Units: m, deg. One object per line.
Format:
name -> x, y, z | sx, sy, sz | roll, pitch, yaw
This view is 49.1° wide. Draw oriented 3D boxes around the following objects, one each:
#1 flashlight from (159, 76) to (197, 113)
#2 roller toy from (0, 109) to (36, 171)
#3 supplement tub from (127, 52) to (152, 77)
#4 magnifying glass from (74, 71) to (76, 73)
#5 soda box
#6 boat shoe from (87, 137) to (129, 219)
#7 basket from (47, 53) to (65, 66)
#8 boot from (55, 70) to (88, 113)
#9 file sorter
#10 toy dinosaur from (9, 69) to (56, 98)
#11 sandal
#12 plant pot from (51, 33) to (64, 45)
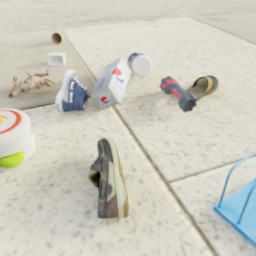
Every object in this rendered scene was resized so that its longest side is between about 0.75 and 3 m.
flashlight -> 2.151, -1.481, 12.401 | 0.823, 0.820, 2.422 | -20, 38, -3
roller toy -> -4.255, 0.303, 9.416 | 2.149, 1.502, 1.961 | 8, 37, 11
supplement tub -> 0.553, -3.355, 14.606 | 1.079, 1.079, 1.538 | -8, 26, -11
magnifying glass -> -2.915, -2.618, 14.579 | 0.546, 0.154, 1.371 | 1, 35, 2
soda box -> -0.710, -2.057, 12.746 | 0.997, 0.927, 2.922 | -21, 31, 27
boat shoe -> -0.716, 1.360, 8.348 | 0.983, 1.069, 2.991 | -5, 41, -14
basket -> -4.060, -3.941, 16.006 | 0.919, 0.623, 0.567 | 1, 32, 2
boot -> -2.330, -1.651, 12.603 | 1.222, 0.984, 2.704 | 2, 47, 3
file sorter -> 3.959, 2.004, 6.916 | 1.945, 1.719, 2.803 | -23, 42, -27
toy dinosaur -> -4.621, -2.203, 13.438 | 1.519, 0.962, 2.241 | -8, 12, 38
sandal -> 3.431, -2.020, 13.251 | 2.676, 0.730, 1.094 | -30, 45, -34
plant pot -> -4.661, -6.099, 18.900 | 0.779, 0.779, 0.832 | 7, 29, 10
